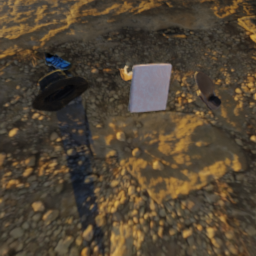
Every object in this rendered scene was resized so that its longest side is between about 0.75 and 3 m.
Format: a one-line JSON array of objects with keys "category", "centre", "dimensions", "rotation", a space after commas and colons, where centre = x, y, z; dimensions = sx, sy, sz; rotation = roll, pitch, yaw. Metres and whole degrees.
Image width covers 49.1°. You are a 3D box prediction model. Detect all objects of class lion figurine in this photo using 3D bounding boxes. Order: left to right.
[{"category": "lion figurine", "centre": [0.157, -2.255, 12.093], "dimensions": [1.268, 0.777, 0.460], "rotation": [-1, 35, -8]}]

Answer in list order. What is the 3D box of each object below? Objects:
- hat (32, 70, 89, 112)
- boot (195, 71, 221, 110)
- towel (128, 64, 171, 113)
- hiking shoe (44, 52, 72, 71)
[{"category": "hat", "centre": [-2.642, -1.511, 10.304], "dimensions": [2.345, 2.345, 0.946], "rotation": [-28, 79, -23]}, {"category": "boot", "centre": [2.888, -1.349, 10.557], "dimensions": [0.576, 1.199, 1.641], "rotation": [-34, 95, 0]}, {"category": "towel", "centre": [0.865, -1.553, 10.984], "dimensions": [1.786, 1.870, 0.301], "rotation": [-8, 25, -31]}, {"category": "hiking shoe", "centre": [-3.855, -3.611, 15.260], "dimensions": [1.650, 0.715, 0.614], "rotation": [15, 50, 13]}]
